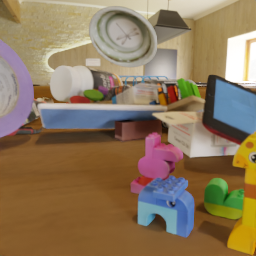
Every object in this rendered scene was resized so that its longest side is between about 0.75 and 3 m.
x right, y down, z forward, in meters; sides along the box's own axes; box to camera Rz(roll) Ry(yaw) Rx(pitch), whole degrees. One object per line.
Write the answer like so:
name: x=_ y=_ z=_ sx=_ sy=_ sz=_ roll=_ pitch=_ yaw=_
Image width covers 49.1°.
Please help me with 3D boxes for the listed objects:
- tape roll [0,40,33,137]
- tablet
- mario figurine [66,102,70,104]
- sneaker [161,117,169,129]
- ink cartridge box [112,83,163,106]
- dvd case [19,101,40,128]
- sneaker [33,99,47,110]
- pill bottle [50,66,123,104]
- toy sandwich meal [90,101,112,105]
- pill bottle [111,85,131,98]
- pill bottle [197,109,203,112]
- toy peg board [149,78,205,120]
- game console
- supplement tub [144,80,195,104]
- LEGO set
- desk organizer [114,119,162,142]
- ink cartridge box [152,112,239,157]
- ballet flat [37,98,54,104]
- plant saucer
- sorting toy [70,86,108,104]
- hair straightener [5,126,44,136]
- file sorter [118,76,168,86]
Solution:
tape roll: x=-3.343 y=-0.831 z=6.027 sx=1.006 sy=2.367 sz=2.367 roll=-15 pitch=0 yaw=37
tablet: x=-0.699 y=-0.275 z=7.202 sx=2.985 sy=0.204 sz=1.943 roll=1 pitch=-14 yaw=-13
mario figurine: x=-2.335 y=-1.074 z=12.737 sx=0.679 sy=0.583 sz=1.100 roll=11 pitch=14 yaw=42
sneaker: x=1.687 y=-0.197 z=8.117 sx=1.509 sy=0.551 sz=0.844 roll=4 pitch=1 yaw=-13
ink cartridge box: x=0.303 y=-0.921 z=9.258 sx=0.988 sy=0.578 sz=1.703 roll=0 pitch=-10 yaw=-32
dvd case: x=-3.535 y=-0.926 z=8.726 sx=0.265 sy=1.757 sz=2.407 roll=-18 pitch=12 yaw=5
sneaker: x=-4.434 y=-1.081 z=13.101 sx=1.262 sy=0.486 sz=0.517 roll=2 pitch=17 yaw=17
pill bottle: x=-1.744 y=-1.764 z=12.265 sx=1.745 sy=1.745 sz=2.999 roll=8 pitch=5 yaw=37
toy sandwich meal: x=-0.768 y=-0.745 z=11.068 sx=1.767 sy=0.605 sz=1.767 roll=-5 pitch=4 yaw=0
pill bottle: x=-0.186 y=-1.521 z=11.848 sx=0.996 sy=0.529 sz=0.529 roll=-2 pitch=9 yaw=26
pill bottle: x=2.223 y=-0.461 z=9.400 sx=1.062 sy=0.578 sz=0.578 roll=6 pitch=12 yaw=32
toy peg board: x=1.439 y=-0.815 z=8.500 sx=1.580 sy=0.776 sz=1.587 roll=-21 pitch=-14 yaw=31
game console: x=2.676 y=-0.568 z=4.901 sx=2.155 sy=1.484 sz=2.501 roll=-33 pitch=16 yaw=32
supplement tub: x=1.480 y=-1.198 z=11.100 sx=2.305 sy=1.412 sz=1.412 roll=-4 pitch=11 yaw=-17
LEGO set: x=1.047 y=0.512 z=2.833 sx=2.651 sy=1.088 sz=1.011 roll=6 pitch=13 yaw=29
desk organizer: x=0.263 y=0.023 z=7.143 sx=1.199 sy=0.462 sz=0.430 roll=-6 pitch=12 yaw=-29
ink cartridge box: x=1.664 y=0.093 z=5.966 sx=2.138 sy=0.721 sz=1.245 roll=0 pitch=12 yaw=-13
ballet flat: x=-4.388 y=-1.313 z=14.281 sx=0.471 sy=0.465 sz=1.382 roll=6 pitch=12 yaw=29
plant saucer: x=-0.115 y=-2.898 z=8.776 sx=2.205 sy=2.205 sz=0.553 roll=4 pitch=55 yaw=22
sorting toy: x=-1.450 y=-0.941 z=10.583 sx=0.755 sy=0.750 sz=2.177 roll=25 pitch=31 yaw=15
hair straightener: x=-2.986 y=0.025 z=7.644 sx=1.327 sy=0.272 sz=0.511 roll=-4 pitch=11 yaw=-19
file sorter: x=0.515 y=-1.717 z=13.479 sx=1.774 sy=1.569 sz=2.557 roll=-7 pitch=12 yaw=-37
